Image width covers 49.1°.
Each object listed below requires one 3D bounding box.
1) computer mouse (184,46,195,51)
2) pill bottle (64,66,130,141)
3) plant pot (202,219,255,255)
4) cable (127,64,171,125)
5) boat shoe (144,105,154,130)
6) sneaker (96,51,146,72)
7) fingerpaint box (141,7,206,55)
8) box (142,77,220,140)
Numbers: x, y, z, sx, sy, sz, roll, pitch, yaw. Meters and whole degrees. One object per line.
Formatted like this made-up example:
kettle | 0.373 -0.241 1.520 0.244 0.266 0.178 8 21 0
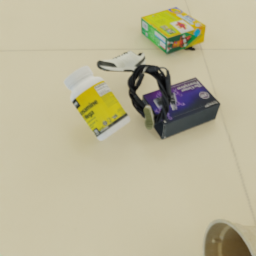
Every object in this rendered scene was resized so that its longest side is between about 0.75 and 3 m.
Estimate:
computer mouse | 2.981 -4.015 13.507 0.523 0.199 0.756 5 50 5
pill bottle | -1.081 -0.834 9.388 1.308 1.308 2.326 -36 92 -26
plant pot | 3.178 3.175 6.494 2.007 2.192 2.192 0 49 -15
cable | 0.667 -1.048 9.169 1.628 1.995 0.507 8 22 35
boat shoe | 0.703 -0.338 9.148 0.316 0.844 0.289 6 33 21
sneaker | -0.248 -2.639 11.151 2.138 0.855 0.788 -6 15 -27
fingerpaint box | 2.108 -4.722 13.497 2.092 0.920 2.508 -23 48 -15
box | 1.897 -0.764 10.343 2.326 0.917 1.642 -20 56 -15
